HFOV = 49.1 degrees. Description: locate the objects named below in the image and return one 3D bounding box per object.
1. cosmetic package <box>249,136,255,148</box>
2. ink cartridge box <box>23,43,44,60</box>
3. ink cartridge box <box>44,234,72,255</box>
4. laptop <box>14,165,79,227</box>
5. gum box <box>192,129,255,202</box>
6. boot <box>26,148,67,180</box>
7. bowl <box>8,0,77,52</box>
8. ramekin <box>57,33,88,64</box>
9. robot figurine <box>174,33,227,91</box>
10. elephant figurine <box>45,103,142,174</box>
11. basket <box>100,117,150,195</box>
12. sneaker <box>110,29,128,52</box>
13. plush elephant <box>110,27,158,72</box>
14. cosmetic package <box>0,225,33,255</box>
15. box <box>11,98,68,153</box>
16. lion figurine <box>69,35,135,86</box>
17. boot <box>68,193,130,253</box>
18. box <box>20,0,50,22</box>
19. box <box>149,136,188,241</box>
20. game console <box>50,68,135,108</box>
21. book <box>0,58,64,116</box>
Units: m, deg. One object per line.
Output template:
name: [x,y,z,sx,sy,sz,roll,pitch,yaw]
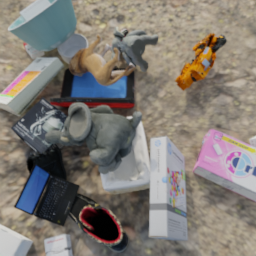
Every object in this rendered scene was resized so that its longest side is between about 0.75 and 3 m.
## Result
cosmetic package: [4.783,0.426,9.314,0.621,1.222,0.452,-15,90,-43]
ink cartridge box: [-3.906,-3.265,11.617,0.547,0.317,0.758,-32,67,-21]
ink cartridge box: [-2.034,3.709,8.269,0.687,0.400,0.950,-16,66,5]
laptop: [-2.304,1.988,8.201,1.488,0.768,1.318,23,65,-8]
gum box: [3.492,1.228,9.237,2.525,0.835,1.433,25,68,11]
boot: [-2.548,1.343,8.816,0.510,1.128,1.377,0,103,33]
bowl: [-3.058,-3.991,10.814,2.718,1.422,2.718,-23,35,18]
ramekin: [-2.208,-3.165,11.416,1.244,0.653,1.244,0,65,0]
robot figurine: [2.717,-2.572,10.470,0.714,1.778,2.453,37,62,-13]
elephant figurine: [-1.140,0.010,8.161,2.539,1.797,1.970,37,69,20]
basket: [-0.126,0.962,9.044,1.507,1.371,2.223,-10,64,0]
sneaker: [-0.250,-3.590,11.738,0.539,0.455,1.232,28,72,12]
plush elephant: [-0.013,-3.169,11.033,1.851,1.524,1.433,3,19,-41]
cosmetic package: [-3.947,4.042,7.820,1.299,1.024,2.413,23,66,12]
box: [-2.845,0.075,9.715,1.550,0.961,1.524,35,70,15]
lion figurine: [-1.057,-2.180,9.990,1.706,1.010,2.786,-48,48,4]
boot: [-1.046,2.567,8.017,2.527,1.903,0.925,37,71,17]
box: [-3.331,-4.228,10.992,1.193,0.784,1.199,-40,92,-9]
box: [1.211,1.849,8.229,0.550,2.082,2.670,-9,64,23]
game console: [-1.166,-1.564,10.166,2.824,2.434,1.676,0,91,1]
book: [-3.744,-1.672,10.405,1.666,0.599,2.493,16,61,44]
